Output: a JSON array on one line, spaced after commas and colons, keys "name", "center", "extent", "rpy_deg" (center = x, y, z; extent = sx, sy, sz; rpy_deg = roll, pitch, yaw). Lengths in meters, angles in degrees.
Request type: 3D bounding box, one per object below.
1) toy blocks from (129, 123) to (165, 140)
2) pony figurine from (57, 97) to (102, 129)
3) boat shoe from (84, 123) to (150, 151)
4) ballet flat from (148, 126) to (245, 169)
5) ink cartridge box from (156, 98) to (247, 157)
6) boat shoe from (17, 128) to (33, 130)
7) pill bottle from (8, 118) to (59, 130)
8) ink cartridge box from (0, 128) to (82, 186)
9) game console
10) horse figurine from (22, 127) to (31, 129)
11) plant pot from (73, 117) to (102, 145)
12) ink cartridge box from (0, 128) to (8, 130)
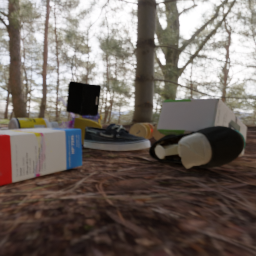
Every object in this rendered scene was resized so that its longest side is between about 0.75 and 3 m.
[{"name": "toy blocks", "center": [1.326, 0.175, 13.493], "extent": [1.943, 0.846, 2.331], "rpy_deg": [0, 2, 18]}, {"name": "pony figurine", "center": [-2.784, -0.264, 15.245], "extent": [2.655, 2.211, 2.563], "rpy_deg": [-3, -30, 4]}, {"name": "boat shoe", "center": [-0.457, 0.290, 9.660], "extent": [2.643, 0.896, 0.948], "rpy_deg": [2, 3, 36]}, {"name": "ballet flat", "center": [1.311, 0.519, 6.204], "extent": [0.869, 0.864, 2.541], "rpy_deg": [-12, -2, -29]}, {"name": "ink cartridge box", "center": [2.037, 0.032, 7.520], "extent": [1.561, 0.902, 2.146], "rpy_deg": [2, -17, 40]}, {"name": "boat shoe", "center": [-3.599, 0.405, 9.075], "extent": [1.988, 0.752, 0.734], "rpy_deg": [0, -6, -17]}, {"name": "pill bottle", "center": [-3.953, 0.126, 11.816], "extent": [1.917, 1.074, 1.074], "rpy_deg": [-1, 2, -40]}, {"name": "ink cartridge box", "center": [-2.254, 0.475, 5.374], "extent": [1.454, 0.842, 2.503], "rpy_deg": [1, 3, 32]}, {"name": "game console", "center": [-2.090, -1.369, 13.114], "extent": [1.309, 1.489, 0.866], "rpy_deg": [-1, 16, -35]}, {"name": "horse figurine", "center": [-3.877, 0.406, 10.202], "extent": [1.399, 0.927, 0.349], "rpy_deg": [-1, -37, 35]}, {"name": "plant pot", "center": [-1.689, 0.153, 11.744], "extent": [1.129, 1.103, 1.096], "rpy_deg": [5, 2, -6]}, {"name": "ink cartridge box", "center": [-6.629, 0.243, 16.060], "extent": [1.234, 0.511, 0.904], "rpy_deg": [-1, 2, -14]}]
